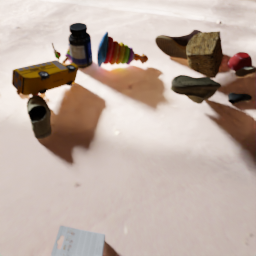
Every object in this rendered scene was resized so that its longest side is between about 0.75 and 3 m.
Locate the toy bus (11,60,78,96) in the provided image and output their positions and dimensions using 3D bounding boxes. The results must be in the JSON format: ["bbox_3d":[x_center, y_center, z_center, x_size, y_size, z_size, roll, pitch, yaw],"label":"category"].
[{"bbox_3d":[-2.839,-1.816,9.867,0.888,0.738,2.268,37,39,20],"label":"toy bus"}]

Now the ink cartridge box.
[{"bbox_3d":[-1.015,2.502,5.793,1.011,0.288,0.821,9,32,-2],"label":"ink cartridge box"}]

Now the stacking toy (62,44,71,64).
[{"bbox_3d":[-2.482,-3.063,11.858,0.561,0.531,0.967,18,62,23],"label":"stacking toy"}]

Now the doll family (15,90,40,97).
[{"bbox_3d":[-3.622,-1.374,10.023,0.999,0.450,0.620,14,45,15],"label":"doll family"}]

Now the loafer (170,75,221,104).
[{"bbox_3d":[2.198,-1.192,9.103,2.368,0.799,0.901,-6,34,-41],"label":"loafer"}]

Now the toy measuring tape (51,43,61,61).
[{"bbox_3d":[-3.017,-3.203,11.833,0.299,0.299,0.813,-18,80,-18],"label":"toy measuring tape"}]

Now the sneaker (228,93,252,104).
[{"bbox_3d":[3.878,-0.979,9.762,0.779,0.291,0.414,8,48,23],"label":"sneaker"}]

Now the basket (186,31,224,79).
[{"bbox_3d":[2.959,-2.816,10.954,1.165,1.216,1.633,4,50,30],"label":"basket"}]

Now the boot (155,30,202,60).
[{"bbox_3d":[2.476,-3.775,12.265,2.235,0.809,1.859,28,54,12],"label":"boot"}]

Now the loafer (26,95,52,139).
[{"bbox_3d":[-2.835,-0.500,8.923,0.746,0.673,1.973,-16,45,-16],"label":"loafer"}]

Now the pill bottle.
[{"bbox_3d":[-1.908,-3.282,11.198,0.906,1.620,0.906,0,43,0],"label":"pill bottle"}]

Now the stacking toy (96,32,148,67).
[{"bbox_3d":[-0.168,-2.969,11.333,2.093,1.148,1.214,7,81,-16],"label":"stacking toy"}]

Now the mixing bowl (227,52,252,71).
[{"bbox_3d":[4.629,-2.747,11.435,0.995,0.539,0.995,1,44,-1],"label":"mixing bowl"}]

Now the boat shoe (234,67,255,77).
[{"bbox_3d":[4.592,-2.227,11.061,0.888,0.319,0.288,-16,27,-5],"label":"boat shoe"}]
